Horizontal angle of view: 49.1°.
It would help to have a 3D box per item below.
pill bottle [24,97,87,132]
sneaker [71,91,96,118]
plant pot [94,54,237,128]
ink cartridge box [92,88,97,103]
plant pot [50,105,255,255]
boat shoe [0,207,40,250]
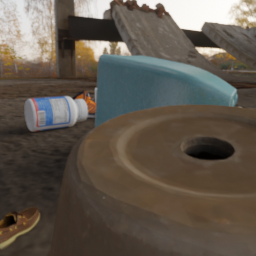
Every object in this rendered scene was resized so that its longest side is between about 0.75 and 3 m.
[{"bbox_3d":[-2.847,-0.601,11.227,2.265,1.271,1.271,-8,16,-35],"label":"pill bottle"},{"bbox_3d":[-1.707,-1.149,13.502,2.235,1.252,0.867,-4,14,-17],"label":"sneaker"},{"bbox_3d":[1.100,-0.287,7.060,2.881,2.821,2.829,10,17,22],"label":"plant pot"},{"bbox_3d":[-1.407,-1.980,17.438,1.607,1.006,1.033,1,14,2],"label":"ink cartridge box"},{"bbox_3d":[0.407,1.087,1.768,2.511,2.190,2.511,-3,22,1],"label":"plant pot"},{"bbox_3d":[-1.789,1.513,4.465,0.370,0.347,1.028,5,15,21],"label":"boat shoe"}]
